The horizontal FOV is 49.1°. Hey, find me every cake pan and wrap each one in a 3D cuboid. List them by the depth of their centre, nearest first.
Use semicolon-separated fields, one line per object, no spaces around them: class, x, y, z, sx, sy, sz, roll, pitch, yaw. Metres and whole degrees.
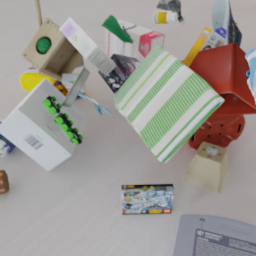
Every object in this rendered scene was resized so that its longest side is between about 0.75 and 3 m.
cake pan;-1.541;-1.179;8.327;0.261;1.421;1.421;30;33;-13

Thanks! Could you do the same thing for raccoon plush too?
raccoon plush;1.872;-5.115;12.269;0.933;0.674;1.392;-24;79;-19

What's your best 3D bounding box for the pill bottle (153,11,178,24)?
pill bottle;1.345;-3.969;10.076;0.806;0.448;0.448;12;36;28

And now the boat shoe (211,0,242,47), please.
boat shoe;4.115;-4.280;11.612;1.052;2.319;0.820;-15;22;-24

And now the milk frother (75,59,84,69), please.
milk frother;-2.574;-2.989;12.257;0.867;0.922;0.832;-27;19;-31

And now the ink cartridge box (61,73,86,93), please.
ink cartridge box;-2.142;-1.747;11.087;0.660;0.904;0.380;-1;67;14

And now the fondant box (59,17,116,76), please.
fondant box;-1.252;-2.587;9.151;0.555;1.905;1.374;-43;76;6

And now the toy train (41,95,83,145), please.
toy train;-1.874;-0.188;8.006;0.466;1.652;0.345;-16;21;47

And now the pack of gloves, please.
pack of gloves;-1.280;-0.825;9.433;0.306;1.303;1.551;-57;39;-1

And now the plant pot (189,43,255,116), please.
plant pot;2.564;-1.293;7.681;1.691;1.491;1.692;21;-14;-40

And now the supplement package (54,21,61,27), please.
supplement package;-3.045;-4.073;13.183;1.515;0.840;1.180;35;-1;-16

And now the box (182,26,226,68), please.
box;2.395;-2.409;8.943;0.373;1.800;1.072;43;25;30

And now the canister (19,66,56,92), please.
canister;-4.279;-2.823;14.553;1.830;1.066;2.464;5;37;7

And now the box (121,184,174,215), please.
box;0.519;1.985;7.753;1.417;0.970;0.283;0;35;-2

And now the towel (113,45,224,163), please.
towel;0.847;-0.744;7.441;0.339;2.209;2.896;28;18;-44

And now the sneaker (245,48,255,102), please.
sneaker;2.945;-0.884;6.028;0.728;2.027;0.734;-40;44;-10

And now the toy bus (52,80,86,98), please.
toy bus;-3.008;-2.000;13.519;1.522;1.033;1.461;-20;27;-22

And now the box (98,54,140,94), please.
box;-0.064;-2.023;10.742;1.167;1.013;1.766;53;29;15

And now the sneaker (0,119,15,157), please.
sneaker;-4.034;0.454;10.147;2.241;0.903;1.641;1;45;-8

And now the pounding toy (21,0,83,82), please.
pounding toy;-2.887;-3.154;10.520;1.537;1.990;2.161;41;8;19

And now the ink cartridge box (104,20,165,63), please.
ink cartridge box;0.211;-3.682;13.051;2.654;1.921;1.119;30;44;28

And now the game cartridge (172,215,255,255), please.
game cartridge;2.501;3.047;6.655;2.803;0.573;1.866;11;40;15

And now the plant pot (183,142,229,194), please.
plant pot;2.555;1.155;8.879;1.175;1.041;1.176;18;40;24

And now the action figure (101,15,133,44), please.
action figure;-0.339;-3.852;11.198;0.830;1.405;0.384;-17;41;54

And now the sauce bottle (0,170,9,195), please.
sauce bottle;-4.822;1.822;8.169;2.440;0.805;0.805;-12;37;-15

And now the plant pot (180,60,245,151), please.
plant pot;2.737;-0.720;10.379;2.787;2.787;2.711;-5;44;-8

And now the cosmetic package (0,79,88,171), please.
cosmetic package;-2.768;-0.134;9.528;1.328;2.153;2.160;-33;23;29
